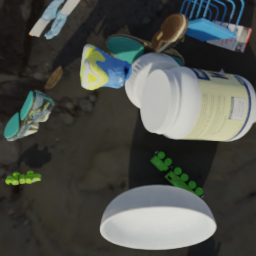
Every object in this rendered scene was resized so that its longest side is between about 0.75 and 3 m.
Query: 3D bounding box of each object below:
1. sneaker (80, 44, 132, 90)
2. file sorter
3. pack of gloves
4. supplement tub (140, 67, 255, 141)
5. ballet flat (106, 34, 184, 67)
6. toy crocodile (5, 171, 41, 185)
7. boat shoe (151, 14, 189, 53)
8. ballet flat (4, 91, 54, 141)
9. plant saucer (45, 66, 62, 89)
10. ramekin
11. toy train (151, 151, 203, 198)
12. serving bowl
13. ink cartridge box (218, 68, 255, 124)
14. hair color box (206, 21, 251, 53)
[{"bbox_3d":[-0.648,-1.659,7.962,1.359,0.980,2.587,7,30,-11],"label":"sneaker"},{"bbox_3d":[2.196,-3.092,7.755,1.102,1.588,0.974,14,99,-20],"label":"file sorter"},{"bbox_3d":[-1.936,-2.929,7.589,1.146,0.269,1.364,26,81,37],"label":"pack of gloves"},{"bbox_3d":[1.775,-0.590,7.296,2.517,1.825,1.825,3,73,-23],"label":"supplement tub"},{"bbox_3d":[0.558,-2.413,9.078,2.567,0.905,0.838,20,33,-4],"label":"ballet flat"},{"bbox_3d":[-3.102,1.514,8.293,1.008,0.311,0.340,-4,39,-10],"label":"toy crocodile"},{"bbox_3d":[1.241,-2.568,7.625,0.655,1.770,0.654,-5,89,-19],"label":"boat shoe"},{"bbox_3d":[-2.551,-0.190,7.274,0.768,2.070,0.768,23,51,-31],"label":"ballet flat"},{"bbox_3d":[-2.333,-1.560,8.889,0.153,0.866,0.866,36,74,-27],"label":"plant saucer"},{"bbox_3d":[0.883,-1.257,8.380,1.840,0.897,1.840,-4,112,-9],"label":"ramekin"},{"bbox_3d":[1.442,1.477,8.428,0.535,0.396,1.896,-45,79,-1],"label":"toy train"},{"bbox_3d":[0.709,2.198,7.106,2.803,2.803,0.922,0,51,0],"label":"serving bowl"},{"bbox_3d":[3.350,-0.986,8.579,0.345,0.882,1.863,-30,84,7],"label":"ink cartridge box"},{"bbox_3d":[3.041,-2.804,8.558,0.403,1.262,0.700,0,116,-28],"label":"hair color box"}]
